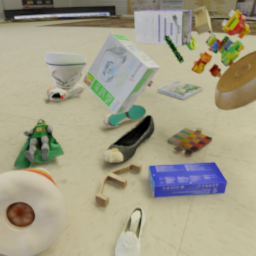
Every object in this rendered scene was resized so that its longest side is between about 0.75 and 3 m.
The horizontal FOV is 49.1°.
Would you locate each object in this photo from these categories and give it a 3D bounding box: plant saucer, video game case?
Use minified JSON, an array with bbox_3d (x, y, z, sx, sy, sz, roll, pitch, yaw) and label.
[{"bbox_3d":[3.693,-1.648,8.782,2.588,0.458,2.588,-41,19,17],"label":"plant saucer"},{"bbox_3d":[2.877,-2.115,15.446,1.759,0.212,1.930,24,36,37],"label":"video game case"}]

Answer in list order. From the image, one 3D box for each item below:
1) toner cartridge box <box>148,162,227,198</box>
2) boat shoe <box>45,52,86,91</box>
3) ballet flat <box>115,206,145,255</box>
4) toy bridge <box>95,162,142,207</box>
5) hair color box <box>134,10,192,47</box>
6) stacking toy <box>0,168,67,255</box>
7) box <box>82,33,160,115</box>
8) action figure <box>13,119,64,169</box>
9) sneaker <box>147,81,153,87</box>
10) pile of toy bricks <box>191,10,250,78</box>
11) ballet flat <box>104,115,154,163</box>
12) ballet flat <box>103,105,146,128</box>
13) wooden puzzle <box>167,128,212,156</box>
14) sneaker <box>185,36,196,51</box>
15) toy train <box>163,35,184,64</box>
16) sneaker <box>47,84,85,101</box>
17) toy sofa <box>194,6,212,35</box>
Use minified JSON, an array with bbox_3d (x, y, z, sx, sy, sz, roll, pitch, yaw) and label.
[{"bbox_3d":[1.732,1.541,8.411,2.124,0.459,1.009,-2,27,-5],"label":"toner cartridge box"},{"bbox_3d":[-1.728,-1.564,7.937,1.037,1.021,2.923,1,9,-10],"label":"boat shoe"},{"bbox_3d":[0.063,2.491,6.574,0.579,0.579,1.668,7,29,12],"label":"ballet flat"},{"bbox_3d":[-0.346,1.590,8.517,0.682,0.276,2.029,17,33,28],"label":"toy bridge"},{"bbox_3d":[1.484,-4.405,12.291,2.527,1.381,0.819,20,33,39],"label":"hair color box"},{"bbox_3d":[-2.457,1.728,7.260,2.005,2.005,2.744,-2,10,-4],"label":"stacking toy"},{"bbox_3d":[-0.178,-1.176,6.225,1.171,1.327,0.642,47,29,14],"label":"box"},{"bbox_3d":[-3.275,0.368,10.376,1.650,0.764,2.794,-10,26,-11],"label":"action figure"},{"bbox_3d":[0.840,-2.112,12.909,0.306,0.284,0.759,18,13,-32],"label":"sneaker"},{"bbox_3d":[3.577,-2.708,10.131,1.418,2.555,1.261,17,37,-26],"label":"pile of toy bricks"},{"bbox_3d":[0.048,0.379,10.157,0.983,0.840,2.958,15,32,26],"label":"ballet flat"},{"bbox_3d":[-0.202,-0.537,12.062,2.125,0.804,0.679,-17,5,-35],"label":"ballet flat"},{"bbox_3d":[2.359,0.470,10.724,1.244,0.147,2.097,24,37,37],"label":"wooden puzzle"},{"bbox_3d":[2.681,-4.470,14.048,0.794,0.896,2.145,20,33,-47],"label":"sneaker"},{"bbox_3d":[1.429,-2.455,8.756,0.222,0.301,1.066,-32,70,13],"label":"toy train"},{"bbox_3d":[-3.159,-1.722,14.310,1.950,0.686,0.912,-9,34,-11],"label":"sneaker"},{"bbox_3d":[3.248,-4.618,12.230,0.554,0.653,1.337,-15,49,26],"label":"toy sofa"}]
